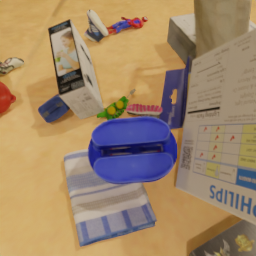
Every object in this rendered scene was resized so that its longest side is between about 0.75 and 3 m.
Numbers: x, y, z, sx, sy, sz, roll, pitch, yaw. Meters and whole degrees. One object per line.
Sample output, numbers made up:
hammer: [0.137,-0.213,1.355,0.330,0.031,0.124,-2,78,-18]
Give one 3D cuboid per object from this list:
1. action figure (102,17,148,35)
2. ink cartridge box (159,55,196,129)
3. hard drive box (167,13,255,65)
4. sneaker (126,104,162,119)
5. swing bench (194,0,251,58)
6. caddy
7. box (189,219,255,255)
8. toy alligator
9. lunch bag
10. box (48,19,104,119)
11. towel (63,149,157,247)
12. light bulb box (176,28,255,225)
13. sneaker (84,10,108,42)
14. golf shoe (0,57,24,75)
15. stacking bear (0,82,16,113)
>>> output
action figure: [-0.057,-4.094,10.989,1.888,0.488,0.618,-19,45,-22]
ink cartridge box: [2.315,-1.154,7.815,2.833,0.666,2.799,-1,45,15]
hard drive box: [2.985,-3.171,9.799,2.602,0.999,2.028,-14,50,-12]
sneaker: [0.431,-0.400,7.723,0.978,0.428,0.361,3,48,3]
swing bench: [2.596,-3.023,7.191,1.714,2.628,2.642,17,53,29]
caddy: [0.088,0.489,5.932,1.955,1.026,1.382,-4,83,1]
box: [2.620,2.560,4.994,2.436,0.589,1.929,-21,52,-18]
toy alligator: [-0.231,-0.584,7.908,1.456,0.395,0.432,-37,14,-23]
lunch bag: [-1.955,-0.529,7.500,0.796,0.541,0.527,-34,15,10]
box: [-1.453,-1.616,7.793,0.721,1.399,2.399,-19,63,7]
towel: [-0.485,1.309,6.292,1.690,0.274,2.301,-12,49,-12]
light bulb box: [2.312,0.002,4.870,1.753,2.785,2.810,9,87,-14]
sneaker: [-1.355,-3.610,10.110,0.841,1.149,0.463,-17,50,27]
golf shoe: [-3.976,-1.990,9.229,1.113,0.429,0.490,-13,67,-5]
stacking bear: [-4.296,-1.332,7.985,2.453,1.395,1.490,40,55,18]
